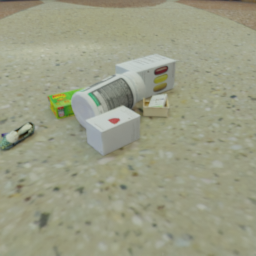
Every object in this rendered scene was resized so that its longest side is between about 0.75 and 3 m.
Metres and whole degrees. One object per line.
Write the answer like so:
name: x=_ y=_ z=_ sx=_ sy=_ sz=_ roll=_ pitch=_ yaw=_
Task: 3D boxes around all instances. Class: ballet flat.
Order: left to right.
ballet flat: x=-3.820 y=0.209 z=9.688 sx=0.537 sy=0.537 sz=1.447 roll=16 pitch=37 yaw=23

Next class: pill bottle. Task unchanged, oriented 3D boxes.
pill bottle: x=-0.671 y=-1.131 z=10.750 sx=1.530 sy=1.530 sz=2.705 roll=28 pitch=46 yaw=36

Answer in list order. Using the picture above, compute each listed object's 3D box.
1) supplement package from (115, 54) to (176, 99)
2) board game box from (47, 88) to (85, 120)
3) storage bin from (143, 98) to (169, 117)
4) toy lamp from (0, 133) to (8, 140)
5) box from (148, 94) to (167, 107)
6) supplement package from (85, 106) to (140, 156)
supplement package: x=0.824 y=-2.361 z=12.915 sx=2.513 sy=1.429 sz=1.376 roll=-24 pitch=38 yaw=-32
board game box: x=-2.038 y=-1.132 z=11.809 sx=2.369 sy=0.564 sz=1.203 roll=-16 pitch=36 yaw=-24
storage bin: x=1.127 y=-0.888 z=11.513 sx=1.014 sy=0.475 sz=1.007 roll=1 pitch=33 yaw=3
toy lamp: x=-4.572 y=0.453 z=9.552 sx=1.129 sy=0.329 sz=0.329 roll=-25 pitch=40 yaw=-33
box: x=1.206 y=-1.016 z=11.545 sx=0.655 sy=0.165 sz=0.907 roll=-3 pitch=44 yaw=31
supplement package: x=-0.499 y=0.060 z=9.571 sx=1.616 sy=0.968 sz=0.980 roll=-24 pitch=40 yaw=-33
